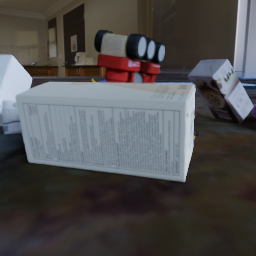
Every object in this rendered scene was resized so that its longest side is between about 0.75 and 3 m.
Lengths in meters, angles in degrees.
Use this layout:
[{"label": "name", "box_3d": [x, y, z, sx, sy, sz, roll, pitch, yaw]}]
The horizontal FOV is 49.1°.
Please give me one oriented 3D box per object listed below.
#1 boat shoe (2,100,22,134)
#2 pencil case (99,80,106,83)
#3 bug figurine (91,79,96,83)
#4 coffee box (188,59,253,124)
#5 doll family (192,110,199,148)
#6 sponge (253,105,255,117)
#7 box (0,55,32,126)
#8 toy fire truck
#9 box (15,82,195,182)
[{"label": "boat shoe", "box_3d": [-1.649, -0.475, 6.726, 2.612, 0.912, 0.926, -9, 1, -29]}, {"label": "pencil case", "box_3d": [0.181, -0.659, 7.640, 1.294, 1.162, 2.979, -20, 22, -39]}, {"label": "bug figurine", "box_3d": [-1.571, -1.347, 11.006, 1.458, 0.484, 1.881, -24, 33, -19]}, {"label": "coffee box", "box_3d": [2.611, -1.022, 7.884, 0.704, 1.764, 0.997, -48, 27, -12]}, {"label": "doll family", "box_3d": [1.124, 0.001, 5.417, 0.497, 0.860, 0.338, -12, 7, 24]}, {"label": "sponge", "box_3d": [4.531, -0.339, 7.634, 1.578, 0.422, 2.829, -1, 11, 13]}, {"label": "box", "box_3d": [-3.872, -0.969, 7.403, 2.040, 1.553, 1.085, 3, -23, 13]}, {"label": "toy fire truck", "box_3d": [0.118, -0.935, 6.116, 1.299, 2.018, 1.777, 15, 14, 23]}, {"label": "box", "box_3d": [-0.324, -0.044, 4.441, 2.601, 1.235, 1.011, 6, 24, 18]}]
